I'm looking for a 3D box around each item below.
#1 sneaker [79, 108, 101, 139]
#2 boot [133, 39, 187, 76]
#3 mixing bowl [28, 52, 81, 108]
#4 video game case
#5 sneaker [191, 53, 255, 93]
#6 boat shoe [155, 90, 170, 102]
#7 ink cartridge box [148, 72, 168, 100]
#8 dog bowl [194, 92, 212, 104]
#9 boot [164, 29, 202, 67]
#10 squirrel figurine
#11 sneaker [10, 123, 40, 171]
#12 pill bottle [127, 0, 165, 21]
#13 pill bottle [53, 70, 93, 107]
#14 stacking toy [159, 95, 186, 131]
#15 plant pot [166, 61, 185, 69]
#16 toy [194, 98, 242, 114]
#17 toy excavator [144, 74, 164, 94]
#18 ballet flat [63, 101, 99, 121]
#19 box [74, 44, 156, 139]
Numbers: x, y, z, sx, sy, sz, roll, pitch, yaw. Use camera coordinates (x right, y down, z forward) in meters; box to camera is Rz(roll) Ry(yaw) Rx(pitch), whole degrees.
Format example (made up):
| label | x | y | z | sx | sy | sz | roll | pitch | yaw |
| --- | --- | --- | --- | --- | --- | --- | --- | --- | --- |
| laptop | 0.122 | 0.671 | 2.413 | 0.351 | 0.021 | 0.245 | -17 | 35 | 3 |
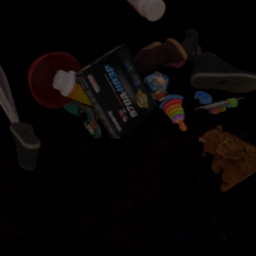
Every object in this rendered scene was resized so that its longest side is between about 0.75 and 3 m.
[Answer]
| label | x | y | z | sx | sy | sz | roll | pitch | yaw |
| --- | --- | --- | --- | --- | --- | --- | --- | --- | --- |
| sneaker | -1.481 | -0.114 | 10.646 | 0.446 | 1.250 | 0.499 | -16 | 12 | 41 |
| boot | 0.882 | -2.543 | 11.574 | 2.441 | 1.062 | 2.934 | -41 | 26 | -3 |
| mixing bowl | -2.956 | -1.916 | 10.687 | 2.113 | 2.113 | 1.144 | -38 | 43 | -24 |
| video game case | -5.159 | -2.008 | 10.988 | 0.337 | 2.680 | 2.944 | -21 | 57 | -13 |
| sneaker | 4.305 | -2.532 | 12.270 | 2.992 | 1.119 | 1.589 | 7 | 59 | 6 |
| boat shoe | 1.393 | -1.361 | 11.529 | 0.456 | 1.280 | 0.400 | -32 | 91 | 21 |
| ink cartridge box | 1.208 | -1.831 | 12.107 | 0.674 | 0.662 | 0.916 | 30 | 61 | 19 |
| dog bowl | 3.124 | -1.274 | 11.700 | 0.503 | 0.224 | 0.903 | -16 | 31 | -12 |
| boot | 2.398 | -3.914 | 13.538 | 1.978 | 0.787 | 2.272 | -5 | 57 | -3 |
| squirrel figurine | 3.365 | 0.770 | 9.340 | 1.500 | 2.120 | 1.979 | -28 | 68 | -12 |
| sneaker | -3.803 | 0.611 | 10.059 | 0.780 | 1.107 | 2.084 | 1 | 24 | -35 |
| pill bottle | 0.906 | -7.040 | 15.423 | 1.395 | 1.395 | 2.461 | -22 | 57 | -15 |
| pill bottle | -1.855 | -1.505 | 10.511 | 1.782 | 0.973 | 0.973 | 19 | 44 | -37 |
| stacking toy | 1.933 | -0.495 | 11.079 | 0.864 | 0.817 | 1.488 | -2 | 57 | -33 |
| plant pot | 2.064 | -3.117 | 12.570 | 0.823 | 0.919 | 0.919 | 26 | 50 | -26 |
| toy | 3.526 | -0.789 | 10.895 | 1.056 | 1.834 | 0.433 | -15 | 89 | -19 |
| toy excavator | 1.028 | -1.829 | 11.066 | 0.554 | 1.109 | 1.079 | -37 | 61 | -7 |
| ballet flat | -1.889 | -0.743 | 11.456 | 1.694 | 0.599 | 0.599 | 24 | 58 | 17 |
| box | -0.376 | -1.371 | 10.553 | 2.219 | 2.792 | 0.642 | -39 | 23 | -27 |
